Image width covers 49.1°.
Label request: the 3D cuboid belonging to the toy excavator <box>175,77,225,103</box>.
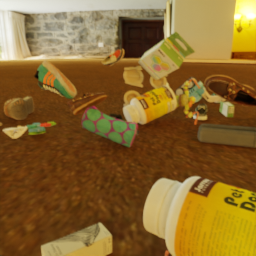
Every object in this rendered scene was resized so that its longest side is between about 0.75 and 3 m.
[{"bbox_3d":[3.659,-1.721,14.069,1.911,1.965,0.982,-41,0,28],"label":"toy excavator"}]

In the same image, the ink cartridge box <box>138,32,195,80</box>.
[{"bbox_3d":[1.285,-2.443,9.765,0.563,0.986,1.899,-57,19,-25],"label":"ink cartridge box"}]

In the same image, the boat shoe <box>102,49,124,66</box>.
[{"bbox_3d":[-0.504,-2.336,9.279,0.303,0.345,0.970,8,-19,-37],"label":"boat shoe"}]

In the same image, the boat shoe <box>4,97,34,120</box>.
[{"bbox_3d":[-4.543,-0.784,11.352,0.833,0.878,2.320,-4,9,0],"label":"boat shoe"}]

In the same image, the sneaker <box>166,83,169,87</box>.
[{"bbox_3d":[2.076,-2.138,15.922,0.753,0.715,1.871,14,28,16],"label":"sneaker"}]

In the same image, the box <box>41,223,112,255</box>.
[{"bbox_3d":[-0.729,1.756,4.052,0.951,0.325,0.391,-12,21,-33],"label":"box"}]

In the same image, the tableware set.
[{"bbox_3d":[0.676,-1.514,11.337,1.833,2.195,0.255,8,-19,-12],"label":"tableware set"}]

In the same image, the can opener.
[{"bbox_3d":[3.644,0.028,8.367,2.986,0.998,0.796,5,18,17],"label":"can opener"}]

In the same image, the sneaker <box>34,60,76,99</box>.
[{"bbox_3d":[-1.743,-1.026,6.621,1.441,0.576,0.514,46,6,35],"label":"sneaker"}]

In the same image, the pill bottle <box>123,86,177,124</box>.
[{"bbox_3d":[0.787,-0.791,10.366,1.855,1.013,1.013,-25,25,-15],"label":"pill bottle"}]

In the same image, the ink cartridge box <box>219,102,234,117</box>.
[{"bbox_3d":[4.167,-0.803,11.845,0.276,0.484,0.931,0,18,-1],"label":"ink cartridge box"}]

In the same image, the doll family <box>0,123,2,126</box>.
[{"bbox_3d":[-5.551,-0.331,9.390,2.358,1.062,1.463,-11,21,-31],"label":"doll family"}]

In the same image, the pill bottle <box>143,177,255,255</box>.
[{"bbox_3d":[1.334,1.381,3.771,2.178,1.190,1.190,12,21,32],"label":"pill bottle"}]

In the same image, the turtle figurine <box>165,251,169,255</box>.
[{"bbox_3d":[0.657,1.929,3.489,0.836,0.334,1.036,6,19,19],"label":"turtle figurine"}]

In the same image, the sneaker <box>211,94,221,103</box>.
[{"bbox_3d":[4.411,-1.583,14.321,0.400,0.470,1.030,-8,19,-24],"label":"sneaker"}]

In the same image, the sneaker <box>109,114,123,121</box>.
[{"bbox_3d":[-0.559,-0.144,9.239,0.556,0.833,1.454,-8,17,-28],"label":"sneaker"}]

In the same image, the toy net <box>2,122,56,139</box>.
[{"bbox_3d":[-2.953,0.092,8.440,0.949,0.349,1.809,-2,7,17],"label":"toy net"}]

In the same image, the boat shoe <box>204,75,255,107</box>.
[{"bbox_3d":[3.707,-1.277,9.884,2.038,0.717,0.717,14,42,-8],"label":"boat shoe"}]

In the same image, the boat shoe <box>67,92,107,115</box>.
[{"bbox_3d":[-1.158,-0.803,8.016,1.232,0.434,0.433,-29,76,-38],"label":"boat shoe"}]

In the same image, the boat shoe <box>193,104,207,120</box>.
[{"bbox_3d":[2.965,-0.676,11.457,0.524,0.471,1.481,5,18,15],"label":"boat shoe"}]

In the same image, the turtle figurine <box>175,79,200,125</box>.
[{"bbox_3d":[2.076,-0.952,10.765,0.556,1.728,1.393,-7,3,-39],"label":"turtle figurine"}]

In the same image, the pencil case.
[{"bbox_3d":[-0.531,-0.061,8.303,1.680,0.776,0.715,21,3,9],"label":"pencil case"}]
